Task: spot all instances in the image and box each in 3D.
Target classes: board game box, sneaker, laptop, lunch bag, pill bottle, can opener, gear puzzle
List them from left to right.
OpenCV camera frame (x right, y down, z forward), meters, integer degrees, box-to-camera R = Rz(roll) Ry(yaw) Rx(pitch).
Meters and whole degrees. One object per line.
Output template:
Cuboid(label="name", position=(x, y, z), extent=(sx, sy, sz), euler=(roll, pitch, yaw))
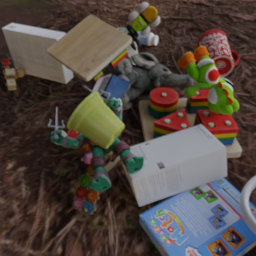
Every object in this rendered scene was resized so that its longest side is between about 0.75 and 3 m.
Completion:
Cuboid(label="gear puzzle", position=(-0.988, 1.493, 7.016), extent=(0.650, 0.164, 1.255), euler=(14, 83, 19))
Cuboid(label="laptop", position=(-0.602, -1.161, 8.775), extent=(0.573, 0.926, 0.989), euler=(46, 44, 14))
Cuboid(label="lunch bag", position=(-0.328, -2.970, 11.682), extent=(1.503, 1.809, 2.157), euler=(6, 42, 6))
Cuboid(label="can opener", position=(0.175, -3.372, 10.734), extent=(0.608, 0.490, 1.547), euler=(31, 31, -35))
Cuboid(label="pill bottle", position=(0.915, -4.598, 14.408), extent=(1.187, 0.645, 0.645), euler=(19, 45, 20))
Cuboid(label="board game box", position=(1.850, 2.316, 6.719), extent=(2.561, 0.469, 1.937), euler=(-22, 46, -23))
Cuboid(label="sneaker", position=(3.860, -1.930, 11.550), extent=(0.501, 0.467, 1.264), euler=(-27, 48, -34))

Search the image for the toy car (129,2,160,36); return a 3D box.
Cuboid(label="toy car", position=(0.597, -4.173, 10.676), extent=(1.107, 0.969, 0.830), euler=(-39, 25, 19))

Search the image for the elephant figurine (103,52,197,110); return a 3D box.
Cuboid(label="elephant figurine", position=(0.670, -1.819, 10.501), extent=(2.881, 2.039, 2.235), euler=(-17, 74, -22))

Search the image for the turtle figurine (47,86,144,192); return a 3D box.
Cuboid(label="turtle figurine", position=(-0.756, 0.124, 7.050), extent=(2.036, 1.369, 2.719), euler=(-41, 55, 14))

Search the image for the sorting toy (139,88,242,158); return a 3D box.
Cuboid(label="sorting toy", position=(1.926, -0.324, 9.295), extent=(2.875, 1.007, 2.893), euler=(-3, 42, -3))

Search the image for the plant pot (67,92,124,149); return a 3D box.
Cuboid(label="plant pot", position=(-0.641, -0.089, 6.210), extent=(0.969, 1.054, 1.054), euler=(39, 51, 6))

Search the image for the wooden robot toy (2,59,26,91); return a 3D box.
Cuboid(label="wooden robot toy", position=(-4.783, -2.382, 11.844), extent=(0.907, 0.881, 2.000), euler=(-8, 41, -25))

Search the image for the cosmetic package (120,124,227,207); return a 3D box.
Cuboid(label="cosmetic package", position=(1.168, 0.932, 7.442), extent=(2.495, 1.012, 1.408), euler=(-20, 30, -7))

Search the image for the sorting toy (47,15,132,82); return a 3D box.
Cuboid(label="sorting toy", position=(-1.198, -2.461, 9.039), extent=(1.980, 0.693, 1.992), euler=(37, 73, 27))

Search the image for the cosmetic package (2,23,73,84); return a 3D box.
Cuboid(label="cosmetic package", position=(-3.713, -3.091, 11.670), extent=(2.678, 2.019, 0.692), euler=(16, 44, 18))

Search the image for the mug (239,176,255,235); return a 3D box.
Cuboid(label="mug", position=(3.809, 2.025, 5.779), extent=(2.958, 2.184, 2.594), euler=(31, 59, 29))

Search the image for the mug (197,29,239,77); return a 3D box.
Cuboid(label="mug", position=(4.104, -3.280, 12.391), extent=(1.830, 1.375, 2.061), euler=(-4, 44, 8))

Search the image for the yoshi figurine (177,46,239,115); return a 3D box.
Cuboid(label="yoshi figurine", position=(2.433, -1.263, 8.468), extent=(1.236, 1.240, 2.207), euler=(-10, 65, -56))

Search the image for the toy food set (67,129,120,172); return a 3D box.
Cuboid(label="toy food set", position=(-1.126, 0.501, 8.447), extent=(1.892, 0.298, 1.202), euler=(37, 57, 15))
